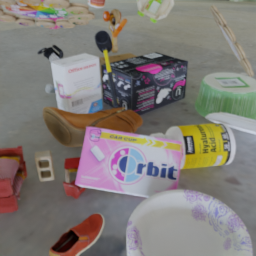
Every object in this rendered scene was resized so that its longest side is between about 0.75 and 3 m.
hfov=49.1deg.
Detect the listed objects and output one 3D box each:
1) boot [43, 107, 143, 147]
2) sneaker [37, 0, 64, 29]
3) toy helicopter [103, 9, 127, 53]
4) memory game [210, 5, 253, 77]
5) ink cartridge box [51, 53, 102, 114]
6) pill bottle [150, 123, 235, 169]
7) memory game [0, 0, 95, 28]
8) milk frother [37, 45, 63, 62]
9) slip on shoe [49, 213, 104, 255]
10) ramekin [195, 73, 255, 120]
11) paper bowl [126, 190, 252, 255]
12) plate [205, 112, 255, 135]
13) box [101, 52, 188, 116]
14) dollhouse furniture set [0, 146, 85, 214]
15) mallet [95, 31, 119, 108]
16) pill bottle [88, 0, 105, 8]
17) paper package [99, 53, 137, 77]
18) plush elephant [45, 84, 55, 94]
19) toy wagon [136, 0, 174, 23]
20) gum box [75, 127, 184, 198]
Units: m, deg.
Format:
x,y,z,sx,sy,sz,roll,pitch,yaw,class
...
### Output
x,y,z,sx,sy,sz,roll,pitch,yaw,class
-1.118,-0.270,9.057,2.838,1.088,2.204,22,39,27,boot
-3.385,-4.654,10.519,2.256,0.918,0.995,33,16,-45,sneaker
-0.493,-3.894,11.356,0.671,1.701,1.125,-11,27,-27,toy helicopter
3.226,-2.702,8.730,0.163,2.561,2.561,-30,23,21,memory game
-1.822,-1.524,10.236,1.506,2.084,0.882,-26,39,-36,ink cartridge box
1.697,0.522,7.704,2.131,1.186,1.186,-5,31,-8,pill bottle
-1.767,-2.250,5.503,2.239,0.143,2.239,2,8,0,memory game
-2.764,-2.539,10.053,0.706,0.678,0.751,43,54,10,milk frother
-0.999,2.186,5.651,0.531,0.439,1.435,20,35,32,slip on shoe
3.806,-1.216,10.612,2.384,1.164,2.384,0,31,0,ramekin
1.009,2.192,4.992,2.087,1.085,2.087,0,31,0,paper bowl
3.614,-0.063,8.504,2.161,0.349,2.156,18,5,28,plate
0.653,-1.783,11.093,2.915,1.673,1.926,-21,36,-34,box
-2.154,1.143,6.829,2.473,1.006,1.331,-5,31,-8,dollhouse furniture set
-0.525,-1.601,7.919,0.444,2.159,0.711,-12,-1,3,mallet
-1.188,-5.469,11.086,0.687,1.225,0.687,9,43,-8,pill bottle
-0.263,-2.865,13.582,1.872,0.969,1.785,-17,35,-25,paper package
-2.466,-2.237,12.060,1.908,1.571,1.477,15,34,-36,plush elephant
0.858,-4.756,10.375,1.732,1.344,0.343,16,39,-26,toy wagon
0.095,0.881,6.608,2.377,0.786,1.349,9,75,2,gum box
